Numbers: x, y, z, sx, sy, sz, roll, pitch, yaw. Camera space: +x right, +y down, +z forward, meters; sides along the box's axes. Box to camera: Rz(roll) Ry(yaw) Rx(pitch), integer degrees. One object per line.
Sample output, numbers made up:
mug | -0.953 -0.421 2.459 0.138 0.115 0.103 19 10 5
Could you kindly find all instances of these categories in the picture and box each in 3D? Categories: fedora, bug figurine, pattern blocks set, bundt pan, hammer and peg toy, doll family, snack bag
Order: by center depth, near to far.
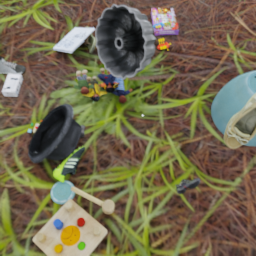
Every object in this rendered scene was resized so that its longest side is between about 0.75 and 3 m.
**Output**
hammer and peg toy | -1.615 3.125 8.944 1.782 0.854 2.422 33 64 20
bundt pan | -0.024 -3.110 10.138 0.960 2.557 2.557 -25 59 -41
fedora | -2.523 0.349 10.218 2.410 1.100 2.410 -27 44 30
pattern blocks set | -3.525 0.043 11.275 0.922 0.075 0.811 15 60 9
doll family | -1.037 -1.695 11.850 2.506 0.983 1.449 -10 54 -10
snack bag | -2.596 -4.224 13.383 1.641 0.186 1.740 19 63 42
bug figurine | 1.296 -4.454 13.715 1.380 0.458 1.779 -10 73 4

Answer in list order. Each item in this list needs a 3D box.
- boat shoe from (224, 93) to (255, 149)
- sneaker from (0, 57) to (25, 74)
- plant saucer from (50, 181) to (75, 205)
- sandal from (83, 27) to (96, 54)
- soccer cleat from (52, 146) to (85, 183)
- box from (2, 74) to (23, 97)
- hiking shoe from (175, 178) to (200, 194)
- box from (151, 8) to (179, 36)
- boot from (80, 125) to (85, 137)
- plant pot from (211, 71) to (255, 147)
boat shoe | 3.152 -0.082 7.482 0.728 1.997 0.628 34 44 8
sneaker | -5.434 -2.822 12.588 1.441 0.832 0.541 0 59 1
plant saucer | -2.318 2.259 9.897 0.866 0.119 0.866 0 58 1
sandal | -1.957 -4.219 13.482 0.526 0.732 1.843 2 45 -31
soccer cleat | -2.065 1.330 10.294 0.639 0.533 1.578 46 60 -5
box | -5.076 -1.880 12.314 0.610 0.314 1.046 1 59 1
hiking shoe | 1.822 1.704 8.652 0.802 0.304 0.404 -29 39 12
box | 1.885 -5.518 14.520 1.212 0.346 1.771 -3 59 -2
boot | -2.114 0.130 11.153 0.787 0.275 0.518 1 52 -8
plant pot | 4.930 -1.038 10.830 2.945 1.983 2.945 0 59 1
